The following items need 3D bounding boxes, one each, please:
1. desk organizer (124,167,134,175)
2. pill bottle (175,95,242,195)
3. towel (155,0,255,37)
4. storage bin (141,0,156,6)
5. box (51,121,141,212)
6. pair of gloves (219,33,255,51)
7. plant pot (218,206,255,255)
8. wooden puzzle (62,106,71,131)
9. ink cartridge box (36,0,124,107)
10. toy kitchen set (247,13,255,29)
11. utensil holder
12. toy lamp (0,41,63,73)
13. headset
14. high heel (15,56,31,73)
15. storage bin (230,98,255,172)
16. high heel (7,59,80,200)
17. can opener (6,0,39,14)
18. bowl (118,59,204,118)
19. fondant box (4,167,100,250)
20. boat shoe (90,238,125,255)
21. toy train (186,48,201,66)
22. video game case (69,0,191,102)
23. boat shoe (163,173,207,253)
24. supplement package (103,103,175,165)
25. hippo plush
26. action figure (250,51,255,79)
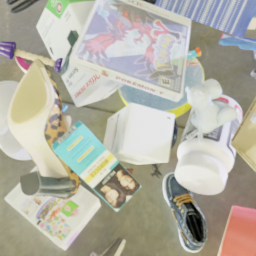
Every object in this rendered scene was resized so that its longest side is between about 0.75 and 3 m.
[{"bbox_3d":[-0.357,1.085,6.270,0.425,1.185,0.456,5,83,30],"label":"desk organizer"},{"bbox_3d":[2.474,0.459,8.638,1.645,1.645,2.889,19,53,12],"label":"pill bottle"},{"bbox_3d":[2.458,-4.069,8.115,2.839,0.339,2.056,23,105,7],"label":"towel"},{"bbox_3d":[1.111,-4.326,9.775,2.094,0.982,1.416,-48,53,8],"label":"storage bin"},{"bbox_3d":[-0.574,0.743,5.296,0.714,0.427,1.736,-45,110,-9],"label":"box"},{"bbox_3d":[3.221,-2.112,7.162,1.789,0.253,2.225,15,23,10],"label":"pair of gloves"},{"bbox_3d":[3.383,3.020,7.011,1.933,2.185,2.185,17,58,24],"label":"plant pot"},{"bbox_3d":[-2.714,0.067,9.898,1.363,0.236,2.020,-6,57,-4],"label":"wooden puzzle"},{"bbox_3d":[-1.255,-2.319,8.103,1.195,2.110,2.878,-26,88,-38],"label":"ink cartridge box"},{"bbox_3d":[4.666,-5.776,12.869,2.571,1.514,2.059,2,58,2],"label":"toy kitchen set"},{"bbox_3d":[-2.939,-0.239,7.473,1.619,1.619,1.905,-36,41,-21],"label":"utensil holder"},{"bbox_3d":[-2.635,-1.941,7.580,1.672,0.487,0.487,13,55,-19],"label":"toy lamp"},{"bbox_3d":[0.754,0.379,7.378,1.162,0.884,1.881,-10,41,16],"label":"headset"},{"bbox_3d":[-3.886,-2.490,11.266,0.843,0.592,1.758,-31,67,-7],"label":"high heel"},{"bbox_3d":[3.461,0.010,6.375,0.930,1.985,1.970,22,18,-9],"label":"storage bin"},{"bbox_3d":[-1.714,0.128,6.409,1.055,2.107,2.956,-8,74,11],"label":"high heel"},{"bbox_3d":[-2.889,-4.279,8.803,2.158,0.848,0.684,-17,93,14],"label":"can opener"},{"bbox_3d":[1.181,-1.252,9.856,2.870,1.544,2.870,-6,56,9],"label":"bowl"},{"bbox_3d":[-2.197,2.196,8.284,2.256,0.657,1.628,31,63,19],"label":"fondant box"},{"bbox_3d":[-1.129,3.868,7.059,0.797,0.935,2.798,33,66,14],"label":"boat shoe"},{"bbox_3d":[1.586,-2.065,9.003,1.283,1.708,0.475,-26,100,-24],"label":"toy train"},{"bbox_3d":[0.228,-2.139,6.762,2.546,0.321,2.795,18,57,-7],"label":"video game case"},{"bbox_3d":[1.655,2.225,8.006,0.844,1.083,2.387,-12,58,-7],"label":"boat shoe"},{"bbox_3d":[0.139,0.212,6.062,0.994,1.695,0.991,15,76,-17],"label":"supplement package"},{"bbox_3d":[1.724,-0.519,6.580,1.382,1.101,1.112,-31,107,-13],"label":"hippo plush"},{"bbox_3d":[5.564,-2.437,11.272,1.198,0.639,1.841,5,59,0],"label":"action figure"}]
